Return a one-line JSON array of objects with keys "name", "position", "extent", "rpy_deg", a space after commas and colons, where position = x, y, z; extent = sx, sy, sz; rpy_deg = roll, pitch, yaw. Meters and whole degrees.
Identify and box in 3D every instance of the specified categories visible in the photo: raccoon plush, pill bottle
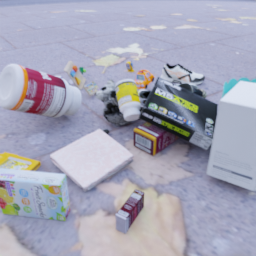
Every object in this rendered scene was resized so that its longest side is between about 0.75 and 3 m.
[{"name": "raccoon plush", "position": [-0.035, -0.935, 11.859], "extent": [2.836, 1.372, 1.900], "rpy_deg": [25, 26, -18]}, {"name": "pill bottle", "position": [-3.328, -1.298, 10.853], "extent": [1.651, 1.651, 2.923], "rpy_deg": [30, 13, 39]}, {"name": "pill bottle", "position": [0.023, -0.989, 10.128], "extent": [0.781, 0.781, 1.388], "rpy_deg": [-8, 69, -12]}]

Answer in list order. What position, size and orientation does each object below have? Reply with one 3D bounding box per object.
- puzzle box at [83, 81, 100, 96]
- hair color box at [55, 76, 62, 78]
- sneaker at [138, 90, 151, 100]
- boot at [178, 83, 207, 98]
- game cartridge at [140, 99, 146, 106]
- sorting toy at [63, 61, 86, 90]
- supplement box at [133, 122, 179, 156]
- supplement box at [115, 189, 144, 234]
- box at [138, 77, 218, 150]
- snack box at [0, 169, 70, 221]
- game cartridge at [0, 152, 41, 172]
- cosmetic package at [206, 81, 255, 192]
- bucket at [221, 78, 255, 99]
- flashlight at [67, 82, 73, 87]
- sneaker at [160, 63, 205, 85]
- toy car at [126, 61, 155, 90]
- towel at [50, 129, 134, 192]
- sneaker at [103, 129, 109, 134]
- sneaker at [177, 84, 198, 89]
[{"name": "puzzle box", "position": [-1.779, -1.912, 13.616], "extent": [0.110, 0.577, 0.867], "rpy_deg": [-34, 6, 37]}, {"name": "hair color box", "position": [-4.145, -1.719, 13.288], "extent": [1.343, 0.796, 2.456], "rpy_deg": [5, 34, 7]}, {"name": "sneaker", "position": [1.053, -1.279, 11.370], "extent": [1.297, 0.483, 0.549], "rpy_deg": [2, 13, -7]}, {"name": "boot", "position": [2.244, -1.344, 12.637], "extent": [2.264, 0.817, 1.710], "rpy_deg": [-14, -11, 41]}, {"name": "game cartridge", "position": [1.248, -0.822, 11.541], "extent": [1.062, 0.331, 1.595], "rpy_deg": [17, 4, -30]}, {"name": "sorting toy", "position": [-2.671, -2.920, 14.709], "extent": [0.263, 1.318, 1.784], "rpy_deg": [-26, 31, 23]}, {"name": "supplement box", "position": [1.111, 0.194, 10.234], "extent": [0.964, 0.748, 1.748], "rpy_deg": [26, 40, 36]}, {"name": "supplement box", "position": [0.063, 2.161, 7.318], "extent": [0.317, 0.567, 1.042], "rpy_deg": [18, 35, 25]}, {"name": "box", "position": [1.922, -0.626, 10.161], "extent": [2.626, 0.624, 2.536], "rpy_deg": [26, 39, 2]}, {"name": "snack box", "position": [-2.483, 1.746, 7.308], "extent": [1.788, 1.272, 0.474], "rpy_deg": [4, 32, 6]}, {"name": "game cartridge", "position": [-3.830, 1.350, 8.906], "extent": [1.560, 0.253, 1.375], "rpy_deg": [13, 34, 17]}, {"name": "cosmetic package", "position": [3.629, 0.097, 8.562], "extent": [1.510, 2.457, 2.449], "rpy_deg": [18, 29, 28]}, {"name": "bucket", "position": [4.708, -0.720, 10.821], "extent": [2.475, 1.610, 2.475], "rpy_deg": [0, 36, 0]}, {"name": "flashlight", "position": [-3.133, -1.426, 12.996], "extent": [0.675, 0.678, 1.995], "rpy_deg": [-30, 26, 26]}, {"name": "sneaker", "position": [2.929, -2.882, 15.001], "extent": [2.365, 0.946, 0.872], "rpy_deg": [9, 32, 11]}, {"name": "toy car", "position": [0.284, -2.750, 14.224], "extent": [1.193, 0.809, 2.432], "rpy_deg": [-35, 42, -20]}, {"name": "towel", "position": [-1.178, 0.973, 9.179], "extent": [2.077, 0.335, 1.984], "rpy_deg": [-29, 47, -32]}, {"name": "sneaker", "position": [-0.959, 0.305, 10.567], "extent": [0.357, 0.299, 0.787], "rpy_deg": [48, 42, 14]}, {"name": "sneaker", "position": [2.257, -1.818, 13.437], "extent": [2.258, 0.794, 0.905], "rpy_deg": [-6, 31, -9]}]
